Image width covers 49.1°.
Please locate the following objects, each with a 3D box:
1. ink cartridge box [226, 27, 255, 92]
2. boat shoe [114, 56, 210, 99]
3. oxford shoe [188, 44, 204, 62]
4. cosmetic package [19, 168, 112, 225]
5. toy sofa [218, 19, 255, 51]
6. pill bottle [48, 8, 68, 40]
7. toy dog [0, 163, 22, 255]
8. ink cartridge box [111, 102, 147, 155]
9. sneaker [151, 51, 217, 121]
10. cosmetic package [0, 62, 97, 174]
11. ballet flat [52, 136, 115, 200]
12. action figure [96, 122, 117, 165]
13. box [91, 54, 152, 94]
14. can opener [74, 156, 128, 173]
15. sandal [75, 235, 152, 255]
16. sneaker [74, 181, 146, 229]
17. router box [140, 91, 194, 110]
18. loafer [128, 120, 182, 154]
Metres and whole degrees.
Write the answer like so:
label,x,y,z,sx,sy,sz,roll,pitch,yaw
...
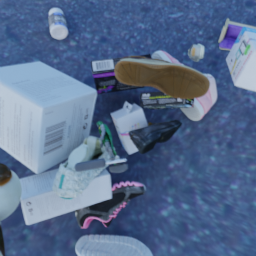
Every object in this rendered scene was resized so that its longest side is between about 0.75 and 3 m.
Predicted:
label,x,y,z,sx,sy,sz,roll,pitch,yaw
ink cartridge box,3.748,-1.953,8.124,1.171,1.176,1.603,14,41,-4
boat shoe,0.884,-1.397,7.164,2.385,0.860,0.858,10,36,6
oxford shoe,1.844,-2.087,7.763,0.370,1.283,0.482,3,102,7
cosmetic package,-1.612,1.575,7.227,2.174,0.805,1.105,-12,22,-20
toy sofa,4.682,-3.544,11.134,1.970,0.816,0.961,18,60,10
pill bottle,-2.940,-4.364,11.684,0.711,0.711,1.250,-12,60,-7
toy dog,-2.691,1.671,4.834,2.207,1.588,2.276,1,52,9
ink cartridge box,0.082,-0.062,8.587,0.861,1.375,0.884,-23,18,-8
sneaker,1.985,-1.654,9.562,1.401,1.008,2.679,-37,90,-24
cosmetic package,-2.464,-0.420,7.665,2.349,1.966,1.954,29,33,23
ballet flat,-0.984,0.739,7.117,0.977,0.977,2.724,16,25,9
action figure,-0.556,0.320,7.021,0.327,0.707,1.198,-12,57,-16
box,-0.239,-1.639,8.919,1.725,2.413,0.436,-8,82,-5
can opener,-0.550,0.795,5.826,1.096,0.289,0.364,-5,88,-4
sandal,-0.336,3.263,7.301,2.110,0.518,0.858,8,44,19
sneaker,-0.488,2.165,7.737,2.161,0.854,1.031,-18,64,3
router box,1.161,-0.811,8.256,1.357,1.017,0.421,-2,87,28
loafer,0.834,0.065,8.036,1.913,0.696,0.692,-21,59,-44
